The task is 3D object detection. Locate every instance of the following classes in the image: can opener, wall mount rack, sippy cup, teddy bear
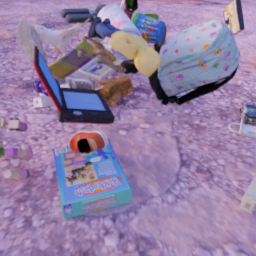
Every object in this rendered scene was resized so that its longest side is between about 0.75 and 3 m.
[{"bbox_3d":[-1.798,-5.088,12.359,2.559,0.850,0.673,-27,73,-41],"label":"can opener"},{"bbox_3d":[4.947,0.053,10.645,2.154,0.803,1.872,12,35,19],"label":"wall mount rack"},{"bbox_3d":[0.880,-4.297,12.348,1.281,1.748,1.373,14,9,14],"label":"sippy cup"},{"bbox_3d":[-0.968,-1.641,13.397,1.837,0.846,2.534,21,46,40],"label":"teddy bear"}]

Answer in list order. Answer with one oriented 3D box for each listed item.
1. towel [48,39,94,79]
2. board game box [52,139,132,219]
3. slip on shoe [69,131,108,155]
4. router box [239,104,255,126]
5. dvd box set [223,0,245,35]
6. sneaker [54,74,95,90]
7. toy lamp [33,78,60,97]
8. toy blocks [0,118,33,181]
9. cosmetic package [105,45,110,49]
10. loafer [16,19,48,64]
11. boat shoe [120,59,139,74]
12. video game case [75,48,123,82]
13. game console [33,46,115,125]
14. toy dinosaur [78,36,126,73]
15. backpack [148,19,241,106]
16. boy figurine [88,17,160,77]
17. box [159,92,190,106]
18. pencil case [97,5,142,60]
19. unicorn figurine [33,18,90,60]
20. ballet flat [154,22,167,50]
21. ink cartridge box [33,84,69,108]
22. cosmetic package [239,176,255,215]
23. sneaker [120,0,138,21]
[{"bbox_3d":[-2.266,-2.686,11.307,2.291,0.261,1.646,-30,-8,16],"label":"towel"},{"bbox_3d":[-1.213,1.429,8.727,1.978,0.585,2.600,-10,34,-14],"label":"board game box"},{"bbox_3d":[-0.997,0.361,6.217,0.438,0.530,1.432,-30,12,-36],"label":"slip on shoe"},{"bbox_3d":[5.594,-0.503,11.790,1.519,0.472,1.138,4,33,6],"label":"router box"},{"bbox_3d":[3.689,-3.800,9.819,0.205,1.020,1.394,-12,9,5],"label":"dvd box set"},{"bbox_3d":[-2.932,-2.306,14.335,2.619,0.979,1.074,17,25,8],"label":"sneaker"},{"bbox_3d":[-3.068,-1.562,10.534,0.730,0.730,2.507,-17,18,-24],"label":"toy lamp"},{"bbox_3d":[-3.857,0.740,9.012,1.725,1.846,1.554,0,-10,14],"label":"toy blocks"},{"bbox_3d":[-1.282,-4.276,17.162,1.269,0.891,2.502,15,36,21],"label":"cosmetic package"},{"bbox_3d":[-3.413,-2.996,9.964,0.732,0.640,2.037,-37,61,17],"label":"loafer"},{"bbox_3d":[0.028,-2.806,12.449,0.642,0.658,1.739,54,19,8],"label":"boat shoe"},{"bbox_3d":[-1.543,-3.579,15.261,2.428,0.294,2.668,23,50,28],"label":"video game case"},{"bbox_3d":[-1.611,-1.298,8.144,2.228,1.535,2.586,2,25,-19],"label":"game console"},{"bbox_3d":[-0.916,-2.374,8.564,1.176,0.677,2.326,-2,53,-41],"label":"toy dinosaur"},{"bbox_3d":[2.166,-2.243,9.339,2.878,1.822,2.402,-13,52,34],"label":"backpack"},{"bbox_3d":[-0.004,-2.318,7.966,2.313,0.745,1.438,40,30,16],"label":"boy figurine"},{"bbox_3d":[2.276,-1.489,13.465,1.425,0.284,0.975,10,35,15],"label":"box"},{"bbox_3d":[-0.375,-3.451,10.001,1.206,1.105,2.659,-36,42,11],"label":"pencil case"},{"bbox_3d":[-3.058,-3.745,11.770,2.681,1.842,0.990,-1,65,-24],"label":"unicorn figurine"},{"bbox_3d":[1.454,-4.270,13.491,0.530,0.770,2.285,14,66,-27],"label":"ballet flat"},{"bbox_3d":[-3.617,-1.526,13.245,1.749,0.593,1.015,-9,34,-14],"label":"ink cartridge box"},{"bbox_3d":[3.597,1.917,8.047,0.366,0.542,1.030,24,42,30],"label":"cosmetic package"},{"bbox_3d":[0.011,-5.473,12.991,0.697,1.889,0.826,3,32,-24],"label":"sneaker"}]
